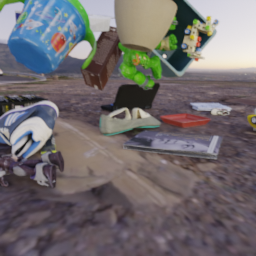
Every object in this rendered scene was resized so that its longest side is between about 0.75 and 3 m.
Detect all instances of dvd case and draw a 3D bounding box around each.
[{"bbox_3d":[1.323,0.413,7.939,2.457,0.196,1.827,5,13,22],"label":"dvd case"}]

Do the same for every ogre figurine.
[{"bbox_3d":[0.468,-2.109,8.065,1.336,1.094,2.229,-3,-29,-27],"label":"ogre figurine"}]

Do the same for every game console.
[{"bbox_3d":[0.069,-1.616,14.392,2.440,1.420,2.146,-7,14,-32],"label":"game console"}]

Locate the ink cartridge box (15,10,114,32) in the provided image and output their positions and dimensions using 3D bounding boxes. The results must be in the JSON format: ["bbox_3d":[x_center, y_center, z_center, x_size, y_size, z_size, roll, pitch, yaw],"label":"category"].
[{"bbox_3d":[-2.060,-3.752,9.867,2.603,0.529,2.608,16,27,23],"label":"ink cartridge box"}]

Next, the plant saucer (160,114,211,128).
[{"bbox_3d":[2.217,-0.284,10.988,1.447,0.266,1.444,-8,15,-29],"label":"plant saucer"}]

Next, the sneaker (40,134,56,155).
[{"bbox_3d":[-2.100,0.414,7.344,0.403,0.442,1.092,-4,13,-17],"label":"sneaker"}]

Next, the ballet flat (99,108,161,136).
[{"bbox_3d":[0.147,-0.296,9.673,2.544,0.810,0.857,-9,8,-36],"label":"ballet flat"}]

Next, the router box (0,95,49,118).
[{"bbox_3d":[-5.266,-1.086,13.480,2.199,0.753,2.948,-7,14,-30],"label":"router box"}]

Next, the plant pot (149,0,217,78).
[{"bbox_3d":[1.450,-3.310,10.721,2.246,2.240,2.288,41,-7,-9],"label":"plant pot"}]

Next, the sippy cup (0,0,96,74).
[{"bbox_3d":[-2.183,-2.465,7.424,2.398,1.883,1.757,12,60,19],"label":"sippy cup"}]

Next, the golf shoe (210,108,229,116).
[{"bbox_3d":[4.235,-0.738,12.954,0.879,0.339,0.387,-3,20,-11],"label":"golf shoe"}]

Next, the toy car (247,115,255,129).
[{"bbox_3d":[5.259,0.135,8.192,2.737,0.649,2.909,1,13,2],"label":"toy car"}]

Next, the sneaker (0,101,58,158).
[{"bbox_3d":[-2.899,0.215,7.220,2.238,0.902,1.639,-21,30,19],"label":"sneaker"}]

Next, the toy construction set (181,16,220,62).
[{"bbox_3d":[1.611,-2.015,6.423,0.712,1.087,0.501,15,-6,23],"label":"toy construction set"}]

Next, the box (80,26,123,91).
[{"bbox_3d":[-0.929,-2.707,10.842,0.840,2.242,1.123,19,-22,10],"label":"box"}]

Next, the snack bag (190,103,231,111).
[{"bbox_3d":[4.293,-1.111,14.946,1.771,0.201,1.878,0,13,-3],"label":"snack bag"}]

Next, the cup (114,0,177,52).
[{"bbox_3d":[0.291,-2.325,6.370,1.432,1.024,1.432,12,6,-1],"label":"cup"}]

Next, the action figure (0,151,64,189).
[{"bbox_3d":[-2.110,0.797,5.477,1.607,0.557,1.045,-1,19,14],"label":"action figure"}]

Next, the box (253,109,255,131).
[{"bbox_3d":[4.885,-0.291,9.764,0.789,0.793,0.679,10,18,39],"label":"box"}]
